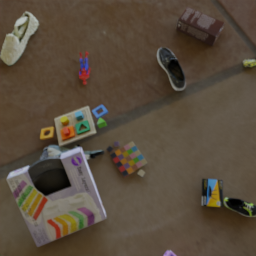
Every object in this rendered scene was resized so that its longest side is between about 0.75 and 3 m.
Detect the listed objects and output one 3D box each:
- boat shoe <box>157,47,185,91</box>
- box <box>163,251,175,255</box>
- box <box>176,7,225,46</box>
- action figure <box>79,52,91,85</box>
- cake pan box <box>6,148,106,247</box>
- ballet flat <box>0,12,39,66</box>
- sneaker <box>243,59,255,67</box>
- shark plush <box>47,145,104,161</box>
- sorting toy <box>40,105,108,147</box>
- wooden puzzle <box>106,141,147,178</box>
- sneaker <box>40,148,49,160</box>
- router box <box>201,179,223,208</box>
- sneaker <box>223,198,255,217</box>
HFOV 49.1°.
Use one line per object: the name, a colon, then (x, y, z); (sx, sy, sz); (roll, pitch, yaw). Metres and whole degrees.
boat shoe: (1.864, -2.661, 11.960); (0.791, 0.749, 2.261); (-14, 68, -6)
box: (1.320, 5.113, 8.570); (1.667, 0.916, 1.895); (39, 72, 15)
box: (3.290, -4.663, 12.847); (1.930, 0.723, 0.967); (30, 70, 14)
action figure: (-1.898, -2.561, 12.141); (0.483, 0.382, 1.476); (-4, 72, 4)
cake pan box: (-2.293, 2.207, 9.238); (2.478, 0.704, 2.691); (-19, 103, -10)
ballet flat: (-4.980, -4.099, 12.513); (0.971, 0.971, 2.705); (18, 69, 8)
sneaker: (5.479, -2.826, 12.306); (0.835, 0.315, 0.319); (-2, 74, 10)
shark plush: (-1.948, 0.908, 10.442); (2.048, 0.931, 0.853); (-11, 48, -3)
sorting toy: (-2.110, -0.140, 10.753); (2.816, 0.384, 1.585); (-21, 49, -1)
wooden puzzle: (0.004, 1.180, 10.658); (1.038, 0.123, 1.750); (-30, 68, -12)
sneaker: (-3.078, 1.326, 10.231); (0.543, 0.819, 1.439); (3, 67, 1)
router box: (3.015, 2.334, 10.042); (0.711, 0.243, 0.953); (4, 77, 0)
sneaker: (3.967, 2.764, 9.761); (1.313, 0.544, 0.471); (14, 70, 6)
